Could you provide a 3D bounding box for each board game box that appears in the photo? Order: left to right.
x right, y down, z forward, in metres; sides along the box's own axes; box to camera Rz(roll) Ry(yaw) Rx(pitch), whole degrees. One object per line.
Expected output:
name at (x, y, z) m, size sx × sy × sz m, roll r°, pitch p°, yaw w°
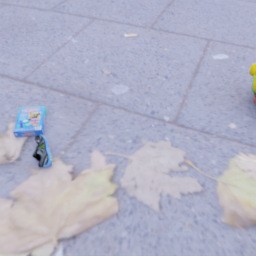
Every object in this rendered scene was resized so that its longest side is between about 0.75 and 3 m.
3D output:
board game box at (-3.680, -0.258, 10.593) m, size 1.030 × 0.305 × 1.355 m, roll -4°, pitch 46°, yaw -4°

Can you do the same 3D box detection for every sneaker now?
sneaker at (-2.969, 0.758, 9.466) m, size 0.582 × 0.498 × 1.404 m, roll -12°, pitch 49°, yaw -21°

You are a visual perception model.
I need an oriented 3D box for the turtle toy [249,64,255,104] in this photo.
turtle toy at (5.718, -1.326, 10.866) m, size 2.025 × 1.404 × 2.779 m, roll 8°, pitch 47°, yaw 7°
